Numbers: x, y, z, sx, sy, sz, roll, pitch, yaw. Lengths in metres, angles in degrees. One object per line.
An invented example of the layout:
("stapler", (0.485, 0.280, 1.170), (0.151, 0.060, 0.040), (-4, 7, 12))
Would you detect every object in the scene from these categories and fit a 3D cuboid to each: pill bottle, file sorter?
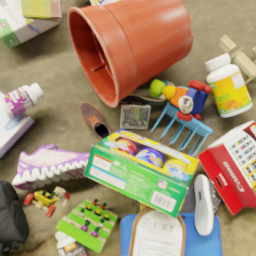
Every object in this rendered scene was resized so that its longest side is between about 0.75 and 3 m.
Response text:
("pill bottle", (-1.693, 3.683, 8.422), (0.738, 0.738, 1.268), (-23, 82, -3))
("pill bottle", (3.089, -1.334, 8.803), (1.005, 1.005, 1.811), (-24, 96, -3))
("file sorter", (1.592, 0.098, 8.750), (1.556, 1.079, 0.954), (34, 83, 5))
("pill bottle", (-3.197, -0.846, 8.458), (1.226, 0.688, 0.688), (-34, 83, -19))

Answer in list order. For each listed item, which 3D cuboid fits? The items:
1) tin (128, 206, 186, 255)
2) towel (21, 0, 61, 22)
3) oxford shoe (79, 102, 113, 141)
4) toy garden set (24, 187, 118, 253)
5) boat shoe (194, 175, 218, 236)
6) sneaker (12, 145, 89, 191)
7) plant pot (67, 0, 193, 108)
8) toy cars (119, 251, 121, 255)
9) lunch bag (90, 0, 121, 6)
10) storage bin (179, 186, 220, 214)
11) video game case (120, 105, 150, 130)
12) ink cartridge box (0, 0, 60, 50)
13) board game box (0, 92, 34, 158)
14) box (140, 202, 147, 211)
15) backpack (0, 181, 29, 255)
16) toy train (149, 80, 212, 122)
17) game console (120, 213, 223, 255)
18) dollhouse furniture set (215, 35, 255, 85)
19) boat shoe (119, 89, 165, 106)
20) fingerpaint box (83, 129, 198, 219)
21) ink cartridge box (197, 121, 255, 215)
("tin", (0.700, 3.272, 7.231), (1.415, 0.529, 2.528), (8, 78, 6))
("towel", (-2.756, -4.140, 8.749), (1.176, 0.186, 1.638), (-6, 87, -21))
("oxford shoe", (-0.999, -0.195, 8.979), (0.627, 0.639, 1.761), (-38, 77, -8))
("toy garden set", (-1.358, 2.168, 7.660), (2.177, 2.611, 0.521), (27, 90, 6))
("boat shoe", (2.227, 2.163, 7.820), (0.586, 0.618, 1.768), (23, 42, -15))
("sneaker", (-2.182, 1.019, 8.647), (2.757, 1.109, 1.219), (-12, 63, -3))
("plant pot", (0.159, -2.537, 8.315), (2.852, 2.933, 2.933), (-28, 83, -15))
("toy cars", (-0.022, 3.726, 8.384), (0.351, 0.784, 0.174), (24, 92, 30))
("lunch bag", (-0.293, -4.439, 9.341), (1.957, 1.244, 1.660), (-24, 81, 3))
("storage bin", (2.008, 2.459, 8.546), (0.912, 0.988, 1.358), (36, 83, 15))
("video game case", (0.216, -0.330, 8.921), (0.891, 0.980, 0.114), (2, 45, -2))
("ink cartridge box", (-3.527, -3.819, 9.334), (2.031, 0.853, 1.471), (-31, 82, -9))
("board game box", (-4.878, -0.089, 8.839), (2.641, 0.576, 2.654), (39, 78, 10))
("box", (0.745, 2.662, 8.593), (0.732, 0.672, 2.090), (-3, 81, -1))
("backpack", (-4.365, 2.920, 8.068), (2.608, 1.651, 2.176), (-25, 75, -3))
("toy train", (1.280, -0.959, 8.044), (1.566, 2.707, 1.146), (25, 103, 24))
("game console", (1.203, 3.846, 8.179), (2.820, 2.407, 1.669), (-1, 44, 0))
("dollhouse furniture set", (3.750, -2.380, 9.403), (1.428, 0.898, 1.614), (-38, 82, -30))
("boat shoe", (0.390, -0.919, 8.980), (1.658, 0.621, 0.513), (9, 124, 18))
("fingerpaint box", (0.472, 1.074, 7.759), (2.593, 2.163, 0.951), (23, 108, 15))
("ink cartridge box", (3.464, 1.226, 8.378), (1.895, 0.905, 2.158), (-30, 86, -22))
